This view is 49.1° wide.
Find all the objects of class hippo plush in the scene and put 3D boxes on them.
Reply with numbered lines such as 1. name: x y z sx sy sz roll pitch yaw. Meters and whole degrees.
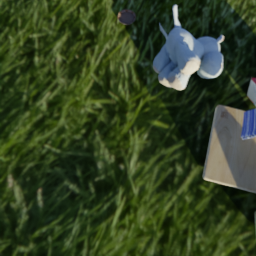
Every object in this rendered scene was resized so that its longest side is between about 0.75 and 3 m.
1. hippo plush: 2.318 -2.655 10.554 2.158 2.137 2.683 -2 71 -28

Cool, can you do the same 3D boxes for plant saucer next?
1. plant saucer: -0.062 -4.640 11.806 0.760 0.131 0.760 0 72 0

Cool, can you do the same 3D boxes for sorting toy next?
1. sorting toy: 4.029 0.857 9.683 2.620 0.917 2.635 15 73 4

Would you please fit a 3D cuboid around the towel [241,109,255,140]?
1. towel: 4.333 -0.373 8.373 0.227 1.907 1.381 50 43 -21

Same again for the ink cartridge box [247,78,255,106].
1. ink cartridge box: 5.499 -1.199 10.048 1.898 0.813 1.401 -1 30 1
